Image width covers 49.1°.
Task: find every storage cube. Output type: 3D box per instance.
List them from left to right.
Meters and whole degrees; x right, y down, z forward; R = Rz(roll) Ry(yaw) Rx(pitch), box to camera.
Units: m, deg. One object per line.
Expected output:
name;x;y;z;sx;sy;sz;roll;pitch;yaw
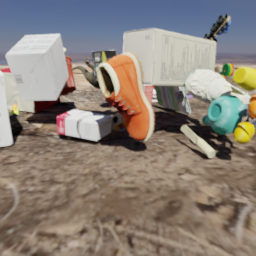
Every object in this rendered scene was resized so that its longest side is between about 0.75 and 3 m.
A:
storage cube;-4.582;-1.894;13.123;1.828;2.139;1.923;7;24;21

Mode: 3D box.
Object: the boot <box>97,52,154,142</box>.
boot;-0.099;-0.623;7.116;0.896;2.388;1.280;-4;18;38

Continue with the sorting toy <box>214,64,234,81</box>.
sorting toy;2.895;-1.456;9.458;0.385;1.098;2.278;-1;4;-14

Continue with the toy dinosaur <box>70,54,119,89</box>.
toy dinosaur;-0.905;-1.932;10.523;2.767;1.415;1.065;-5;37;9

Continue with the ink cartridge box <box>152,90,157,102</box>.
ink cartridge box;1.268;-1.727;15.189;0.901;0.522;1.547;-4;15;-14

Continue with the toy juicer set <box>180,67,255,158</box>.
toy juicer set;2.605;-0.130;7.284;0.726;2.667;1.697;13;44;-30

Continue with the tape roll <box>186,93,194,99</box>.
tape roll;2.597;-1.885;12.051;1.241;1.241;0.407;10;12;29

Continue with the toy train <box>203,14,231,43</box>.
toy train;2.799;-2.963;9.779;0.531;2.320;0.396;34;52;-2

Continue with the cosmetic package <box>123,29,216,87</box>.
cosmetic package;1.292;-1.988;8.372;2.881;1.489;1.257;-5;14;-43

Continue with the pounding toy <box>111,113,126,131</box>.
pounding toy;-0.439;-0.128;9.376;0.950;0.435;0.835;-33;-26;32

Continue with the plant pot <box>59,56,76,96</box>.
plant pot;-2.932;-2.175;12.117;1.391;1.353;1.391;-18;-9;-3

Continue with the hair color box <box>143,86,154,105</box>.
hair color box;0.710;-1.425;12.222;0.469;1.467;0.814;-5;31;-20

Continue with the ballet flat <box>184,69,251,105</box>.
ballet flat;2.882;-1.030;8.268;2.705;0.971;0.971;15;6;-34

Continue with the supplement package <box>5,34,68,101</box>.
supplement package;-3.050;-2.121;9.738;1.319;1.715;1.793;0;37;5

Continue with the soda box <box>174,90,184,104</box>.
soda box;1.917;-1.151;10.537;0.279;0.300;0.879;-20;-7;6

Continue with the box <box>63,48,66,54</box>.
box;-2.985;-2.904;11.083;0.780;0.429;0.887;21;42;-12

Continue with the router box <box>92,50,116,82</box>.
router box;-0.624;-1.654;7.489;0.634;0.806;0.211;-4;19;-5

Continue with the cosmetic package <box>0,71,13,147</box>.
cosmetic package;-4.951;-0.667;8.664;2.166;2.180;2.605;-8;18;-27

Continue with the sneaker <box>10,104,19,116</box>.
sneaker;-4.925;-0.779;12.116;0.385;0.445;0.986;-4;18;-20

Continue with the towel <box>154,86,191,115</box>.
towel;1.798;-1.467;12.353;0.334;1.622;2.174;-29;26;-21

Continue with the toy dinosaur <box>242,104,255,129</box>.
toy dinosaur;3.334;-0.434;7.753;0.742;1.412;1.282;41;28;-8

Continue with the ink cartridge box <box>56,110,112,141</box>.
ink cartridge box;-1.367;-0.100;8.893;1.436;0.599;1.043;11;19;21
